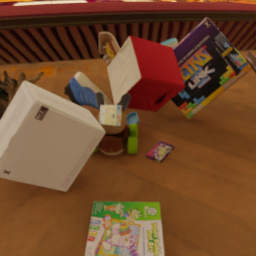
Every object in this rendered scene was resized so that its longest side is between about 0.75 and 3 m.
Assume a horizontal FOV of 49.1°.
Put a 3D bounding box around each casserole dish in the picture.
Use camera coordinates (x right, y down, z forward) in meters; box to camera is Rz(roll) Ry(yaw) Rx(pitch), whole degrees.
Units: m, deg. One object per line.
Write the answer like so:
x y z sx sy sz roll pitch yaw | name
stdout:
0.183 -0.316 10.886 0.468 0.150 0.773 -26 38 10 | casserole dish

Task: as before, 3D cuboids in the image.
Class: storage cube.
0.567 -1.884 10.193 1.905 1.811 2.119 4 61 -33 | storage cube

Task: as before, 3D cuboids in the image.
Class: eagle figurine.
-3.905 -0.849 9.097 1.865 1.855 2.458 -8 -5 -36 | eagle figurine

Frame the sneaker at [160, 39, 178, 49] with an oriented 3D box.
1.336 -2.846 11.751 1.840 1.201 0.732 -18 28 19 | sneaker

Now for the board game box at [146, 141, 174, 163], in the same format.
1.112 0.818 9.669 0.579 0.156 0.965 15 37 32 | board game box

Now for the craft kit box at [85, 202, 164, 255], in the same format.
-0.065 2.563 6.732 1.768 0.434 1.790 3 33 -1 | craft kit box

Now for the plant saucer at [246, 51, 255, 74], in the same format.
3.814 -1.680 8.169 0.206 1.284 1.284 -36 24 23 | plant saucer

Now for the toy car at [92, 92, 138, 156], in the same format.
-0.529 -0.285 9.561 1.729 2.105 1.661 1 34 2 | toy car

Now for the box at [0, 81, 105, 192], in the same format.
-2.246 0.299 7.642 2.218 2.207 1.450 26 14 -39 | box

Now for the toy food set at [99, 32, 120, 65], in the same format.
-0.635 -2.637 12.353 0.809 1.923 2.679 -25 81 -10 | toy food set

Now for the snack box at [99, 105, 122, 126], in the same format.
-0.501 -0.350 7.727 0.173 0.542 0.932 2 3 -33 | snack box

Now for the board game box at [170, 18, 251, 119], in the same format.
2.668 -2.218 10.785 2.470 2.988 0.847 45 23 -7 | board game box

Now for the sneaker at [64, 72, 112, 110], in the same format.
-1.553 -1.029 10.899 1.166 2.096 0.805 -40 16 17 | sneaker
